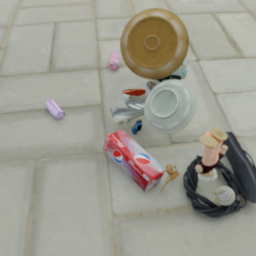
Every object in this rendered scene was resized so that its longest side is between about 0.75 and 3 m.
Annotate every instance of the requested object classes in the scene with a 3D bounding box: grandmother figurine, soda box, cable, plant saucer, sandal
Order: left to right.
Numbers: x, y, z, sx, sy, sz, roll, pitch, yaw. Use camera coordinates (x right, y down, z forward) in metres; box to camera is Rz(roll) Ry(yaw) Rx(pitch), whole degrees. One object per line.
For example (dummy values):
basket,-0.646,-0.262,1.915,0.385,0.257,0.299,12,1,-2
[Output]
soda box,0.149,1.037,9.389,0.781,0.707,2.230,-22,53,-38
plant saucer,0.882,-2.990,9.975,2.517,2.517,0.446,12,11,10
plant saucer,1.294,-0.772,9.379,1.916,0.481,1.916,-9,73,30
cable,2.637,1.833,9.028,1.750,0.545,2.144,-18,56,-8
grandmother figurine,2.403,0.903,8.210,1.278,2.107,0.638,-22,50,-15
sandal,3.790,1.161,9.181,0.559,0.992,2.609,-4,52,-9

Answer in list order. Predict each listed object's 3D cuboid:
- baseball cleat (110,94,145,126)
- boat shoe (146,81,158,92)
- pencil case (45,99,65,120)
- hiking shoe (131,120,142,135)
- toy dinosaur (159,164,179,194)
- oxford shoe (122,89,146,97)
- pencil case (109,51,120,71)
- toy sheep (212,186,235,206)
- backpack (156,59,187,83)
baseball cleat,0.347,-0.887,10.521,2.140,0.746,1.139,-22,82,6
boat shoe,1.333,-1.544,11.516,0.526,0.527,1.455,-14,53,-47
pencil case,-2.966,-0.743,11.299,0.410,0.418,0.978,-35,56,-22
hiking shoe,0.316,0.033,10.351,0.286,0.768,0.333,3,49,-16
toy dinosaur,1.350,1.527,8.859,0.379,0.666,1.253,-10,10,41
oxford shoe,0.250,-1.551,11.900,1.003,0.357,0.364,-6,38,-8
pencil case,-0.650,-3.247,13.447,0.487,0.487,1.115,1,47,1
toy sheep,2.832,1.998,8.257,0.611,0.886,0.611,-15,59,27
backpack,1.894,-2.704,12.150,1.095,1.428,1.256,-4,4,-24
